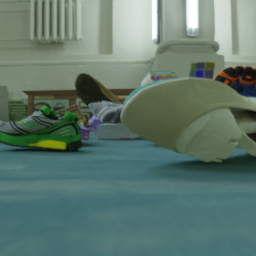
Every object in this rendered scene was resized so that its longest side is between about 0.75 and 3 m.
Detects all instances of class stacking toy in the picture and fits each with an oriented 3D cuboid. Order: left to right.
[{"bbox_3d":[-0.654,-0.021,11.264,2.775,0.652,2.092,3,3,15],"label":"stacking toy"}]

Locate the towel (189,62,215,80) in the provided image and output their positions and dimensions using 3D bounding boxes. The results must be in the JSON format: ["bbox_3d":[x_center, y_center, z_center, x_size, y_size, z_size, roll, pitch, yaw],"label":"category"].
[{"bbox_3d":[2.556,-1.968,9.671,0.863,0.620,0.098,0,30,-5],"label":"towel"}]

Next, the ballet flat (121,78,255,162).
[{"bbox_3d":[1.189,-0.016,3.439,2.718,0.944,0.944,-1,1,-37],"label":"ballet flat"}]

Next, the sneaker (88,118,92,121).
[{"bbox_3d":[-2.144,-0.345,19.398,1.952,0.879,0.731,-1,1,-26],"label":"sneaker"}]

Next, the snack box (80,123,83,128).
[{"bbox_3d":[-2.170,0.067,7.898,1.442,0.488,1.216,2,1,16],"label":"snack box"}]

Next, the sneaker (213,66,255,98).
[{"bbox_3d":[3.003,-0.395,5.281,2.885,1.087,1.132,23,-2,14],"label":"sneaker"}]

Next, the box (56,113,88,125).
[{"bbox_3d":[-3.780,-0.312,14.992,2.127,0.657,2.664,-14,-6,32],"label":"box"}]

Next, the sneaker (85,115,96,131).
[{"bbox_3d":[-1.656,-0.415,14.929,2.146,0.949,0.863,-19,-7,39],"label":"sneaker"}]

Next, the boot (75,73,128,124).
[{"bbox_3d":[-0.492,-1.075,10.930,0.927,2.454,2.803,-48,-15,22],"label":"boot"}]

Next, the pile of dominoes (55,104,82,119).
[{"bbox_3d":[-2.328,-0.287,10.858,1.206,0.940,0.192,-17,17,18],"label":"pile of dominoes"}]

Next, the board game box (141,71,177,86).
[{"bbox_3d":[1.217,-0.892,9.959,1.016,1.973,1.035,-5,-12,-17],"label":"board game box"}]

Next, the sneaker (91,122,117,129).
[{"bbox_3d":[-0.834,-0.171,12.688,2.117,0.746,0.800,-5,2,20],"label":"sneaker"}]

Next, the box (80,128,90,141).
[{"bbox_3d":[-1.399,0.041,6.009,0.868,0.248,1.269,13,-3,-21],"label":"box"}]

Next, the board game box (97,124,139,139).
[{"bbox_3d":[-0.247,0.092,8.172,1.003,0.437,1.359,1,2,11],"label":"board game box"}]

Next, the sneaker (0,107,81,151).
[{"bbox_3d":[-1.537,-0.011,4.720,1.634,0.696,0.637,3,0,11],"label":"sneaker"}]

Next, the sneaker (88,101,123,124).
[{"bbox_3d":[-0.563,-0.559,8.125,0.694,0.633,1.694,40,11,11],"label":"sneaker"}]
